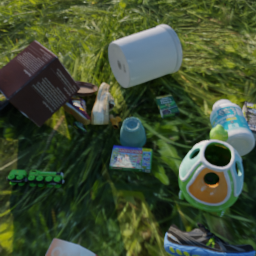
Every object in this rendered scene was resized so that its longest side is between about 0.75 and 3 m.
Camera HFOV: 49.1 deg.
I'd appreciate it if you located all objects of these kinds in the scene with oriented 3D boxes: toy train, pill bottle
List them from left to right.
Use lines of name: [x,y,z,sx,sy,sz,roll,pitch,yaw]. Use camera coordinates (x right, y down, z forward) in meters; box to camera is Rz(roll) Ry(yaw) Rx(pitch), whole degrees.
toy train: [-3.143,1.709,9.605,1.952,0.407,0.550,2,34,2]
pill bottle: [3.909,-0.079,10.809,1.263,1.263,2.280,0,43,0]

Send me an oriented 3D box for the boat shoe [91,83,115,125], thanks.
boat shoe: [-0.995,-1.005,12.137,0.845,0.900,2.442,11,47,-2]

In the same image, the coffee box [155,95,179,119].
coffee box: [1.721,-0.953,12.391,0.771,0.276,1.254,-9,44,-3]

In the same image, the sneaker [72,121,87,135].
sneaker: [-1.927,-0.036,11.441,0.351,0.321,0.823,-30,51,-27]

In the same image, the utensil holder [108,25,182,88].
utensil holder: [0.754,-3.408,13.499,2.807,2.385,2.385,-23,48,-18]

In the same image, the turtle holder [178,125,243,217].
turtle holder: [2.817,1.270,8.919,2.655,1.886,2.018,-33,53,-27]

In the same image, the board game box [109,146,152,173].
board game box: [0.122,1.144,10.296,1.478,0.215,0.995,4,45,5]

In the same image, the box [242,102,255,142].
box: [5.898,-0.119,11.384,2.342,0.519,1.877,11,45,11]

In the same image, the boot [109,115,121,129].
boot: [-0.484,-0.195,11.489,0.280,0.797,0.571,-30,62,21]

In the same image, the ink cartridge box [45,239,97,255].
ink cartridge box: [-1.317,3.961,7.173,2.081,0.522,1.687,9,45,13]

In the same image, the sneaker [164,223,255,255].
sneaker: [2.245,3.158,7.731,2.437,0.864,1.010,6,51,10]

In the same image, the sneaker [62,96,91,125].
sneaker: [-2.071,-0.853,12.012,0.841,0.699,1.866,-38,56,-25]

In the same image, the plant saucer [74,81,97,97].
plant saucer: [-2.286,-1.809,13.008,1.712,0.275,1.712,8,26,-4]

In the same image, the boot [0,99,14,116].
boot: [-5.637,-1.184,12.494,1.084,0.493,1.290,26,56,19]

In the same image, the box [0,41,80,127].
box: [-3.743,-1.815,11.494,2.436,2.021,2.000,-44,54,-9]

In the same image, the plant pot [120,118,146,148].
plant pot: [0.166,0.162,10.654,1.035,0.972,1.035,-2,54,2]
